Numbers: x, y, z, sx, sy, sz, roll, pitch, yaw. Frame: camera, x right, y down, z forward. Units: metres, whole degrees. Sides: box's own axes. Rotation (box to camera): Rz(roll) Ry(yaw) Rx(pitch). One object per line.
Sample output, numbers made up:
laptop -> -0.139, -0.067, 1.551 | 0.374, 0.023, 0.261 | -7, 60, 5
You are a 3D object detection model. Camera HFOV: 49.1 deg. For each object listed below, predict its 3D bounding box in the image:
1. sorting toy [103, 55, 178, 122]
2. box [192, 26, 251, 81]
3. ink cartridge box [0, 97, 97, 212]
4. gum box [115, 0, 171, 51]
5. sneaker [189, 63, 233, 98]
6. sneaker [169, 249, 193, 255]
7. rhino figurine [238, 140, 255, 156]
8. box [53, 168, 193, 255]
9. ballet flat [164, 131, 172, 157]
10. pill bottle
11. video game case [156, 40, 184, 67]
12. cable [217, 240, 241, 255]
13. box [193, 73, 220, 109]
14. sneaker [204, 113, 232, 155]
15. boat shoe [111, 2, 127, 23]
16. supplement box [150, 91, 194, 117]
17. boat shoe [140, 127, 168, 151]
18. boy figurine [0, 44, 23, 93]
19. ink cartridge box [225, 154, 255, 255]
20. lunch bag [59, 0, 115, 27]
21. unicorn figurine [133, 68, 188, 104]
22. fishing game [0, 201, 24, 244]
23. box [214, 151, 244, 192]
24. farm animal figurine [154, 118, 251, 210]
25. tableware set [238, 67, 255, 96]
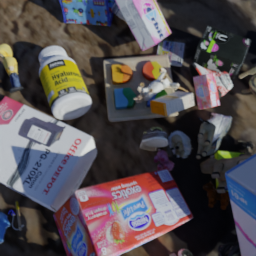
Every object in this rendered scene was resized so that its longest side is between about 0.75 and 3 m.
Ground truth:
sorting toy -> 0.362, -1.370, 8.976 | 2.201, 0.434, 2.378 | -6, 67, -3
box -> 3.063, -2.475, 9.289 | 1.497, 0.931, 1.112 | 24, 67, 11
ink cartridge box -> -2.578, 0.721, 7.609 | 2.853, 1.203, 2.065 | 24, 67, 11
gum box -> 0.486, -3.594, 8.944 | 1.078, 0.628, 1.900 | -45, 112, -38
sneaker -> 2.717, -1.678, 9.128 | 0.791, 0.493, 1.475 | -35, 75, -11
sneaker -> 1.394, 3.439, 6.563 | 0.485, 0.520, 1.311 | -24, 92, -44
rhino figurine -> 3.794, 0.994, 7.651 | 0.852, 0.582, 1.948 | -27, 62, -35
box -> -0.060, 1.977, 6.281 | 2.728, 1.302, 1.360 | -6, 59, -41
ballet flat -> 1.112, 0.476, 8.257 | 0.194, 0.282, 0.837 | -27, 56, 27
pill bottle -> -2.037, -1.428, 8.635 | 1.209, 1.209, 2.173 | -22, 66, -10
video game case -> 1.472, -2.619, 9.819 | 0.914, 0.111, 1.005 | 9, 65, 4
cable -> 2.891, 3.725, 6.622 | 2.118, 0.538, 1.728 | 42, 76, 16
box -> 2.386, -1.112, 8.545 | 0.518, 0.478, 1.010 | -16, 96, -44
sneaker -> 2.444, 0.177, 8.220 | 0.702, 0.601, 1.612 | 23, 51, 26
boat shoe -> 0.618, -5.060, 10.592 | 1.047, 1.063, 2.998 | 41, 66, -10
supplement box -> 1.268, -0.707, 8.070 | 1.079, 0.397, 0.680 | -21, 22, -25
boat shoe -> 0.681, 0.259, 7.497 | 0.627, 1.745, 0.519 | 13, 78, -3
boy figurine -> -3.719, -1.877, 8.779 | 0.483, 0.931, 1.498 | -21, 103, -24
ink cartridge box -> 3.366, 1.808, 5.756 | 2.106, 2.914, 1.234 | -27, 26, -14
lunch bag -> -1.363, -5.033, 10.555 | 1.778, 1.111, 2.362 | 7, 55, 6
unicorn figurine -> 0.912, -1.226, 8.294 | 1.704, 1.170, 0.629 | -21, 74, 3
fishing game -> -3.462, 2.730, 6.641 | 2.226, 0.346, 1.594 | -39, 30, -13
box -> 2.867, 1.323, 7.819 | 0.794, 0.310, 1.302 | 5, 64, 1
farm animal figurine -> 2.031, 0.809, 7.241 | 2.282, 1.843, 1.147 | 39, 38, 3
tableware set -> 4.885, -1.512, 9.118 | 2.308, 0.462, 1.525 | -27, 55, -19
